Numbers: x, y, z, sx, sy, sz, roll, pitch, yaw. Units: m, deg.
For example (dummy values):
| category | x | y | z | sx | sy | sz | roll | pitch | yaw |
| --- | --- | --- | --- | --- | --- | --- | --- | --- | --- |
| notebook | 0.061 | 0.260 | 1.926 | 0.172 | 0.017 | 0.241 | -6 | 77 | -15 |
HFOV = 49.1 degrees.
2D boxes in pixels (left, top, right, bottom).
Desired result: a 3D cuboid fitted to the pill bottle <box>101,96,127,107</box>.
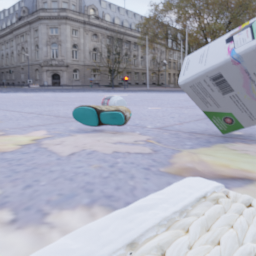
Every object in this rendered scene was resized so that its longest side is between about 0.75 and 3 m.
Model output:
| category | x | y | z | sx | sy | sz | roll | pitch | yaw |
| --- | --- | --- | --- | --- | --- | --- | --- | --- | --- |
| pill bottle | -0.616 | -1.037 | 12.460 | 0.783 | 0.783 | 1.414 | -5 | 9 | -27 |

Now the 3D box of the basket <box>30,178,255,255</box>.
| category | x | y | z | sx | sy | sz | roll | pitch | yaw |
| --- | --- | --- | --- | --- | --- | --- | --- | --- | --- |
| basket | 0.186 | 0.716 | 0.469 | 0.785 | 0.968 | 0.976 | 12 | 13 | 36 |

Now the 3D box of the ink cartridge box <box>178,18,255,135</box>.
| category | x | y | z | sx | sy | sz | roll | pitch | yaw |
| --- | --- | --- | --- | --- | --- | --- | --- | --- | --- |
| ink cartridge box | 2.785 | -1.154 | 6.036 | 2.686 | 1.945 | 1.128 | -23 | 34 | 43 |

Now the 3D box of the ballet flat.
| category | x | y | z | sx | sy | sz | roll | pitch | yaw |
| --- | --- | --- | --- | --- | --- | --- | --- | --- | --- |
| ballet flat | -0.676 | -0.341 | 7.539 | 1.797 | 0.634 | 0.587 | 9 | 24 | 30 |
